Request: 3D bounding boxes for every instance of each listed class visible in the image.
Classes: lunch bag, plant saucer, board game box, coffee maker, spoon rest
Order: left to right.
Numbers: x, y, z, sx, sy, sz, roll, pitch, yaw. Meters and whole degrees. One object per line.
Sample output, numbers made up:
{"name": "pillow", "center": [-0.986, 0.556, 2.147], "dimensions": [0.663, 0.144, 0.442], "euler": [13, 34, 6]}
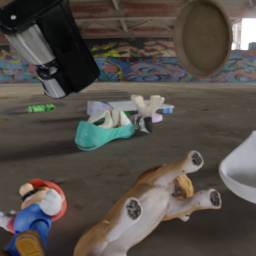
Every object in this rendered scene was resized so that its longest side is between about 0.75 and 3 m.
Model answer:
{"name": "coffee maker", "center": [-1.907, -2.525, 8.337], "dimensions": [2.730, 2.842, 1.914], "euler": [-17, 54, 7]}
{"name": "lunch bag", "center": [-1.214, -0.880, 13.113], "dimensions": [1.238, 0.787, 1.050], "euler": [2, 11, -21]}
{"name": "board game box", "center": [0.397, -1.082, 14.959], "dimensions": [2.960, 0.383, 2.959], "euler": [-6, 14, -23]}
{"name": "plant saucer", "center": [2.660, -3.170, 10.024], "dimensions": [0.412, 2.800, 2.800], "euler": [-18, 19, -27]}
{"name": "spoon rest", "center": [2.638, 0.656, 5.551], "dimensions": [1.482, 0.904, 2.984], "euler": [5, 12, 22]}

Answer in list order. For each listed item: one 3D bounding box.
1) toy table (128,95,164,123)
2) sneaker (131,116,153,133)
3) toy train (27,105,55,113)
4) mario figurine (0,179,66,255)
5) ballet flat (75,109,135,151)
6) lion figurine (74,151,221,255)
{"name": "toy table", "center": [0.781, -0.839, 12.184], "dimensions": [1.687, 1.074, 1.835], "euler": [7, 13, 29]}
{"name": "sneaker", "center": [0.486, -0.125, 10.054], "dimensions": [0.728, 0.610, 1.646], "euler": [-1, 3, -4]}
{"name": "toy train", "center": [-4.582, -1.005, 14.844], "dimensions": [1.533, 0.320, 0.432], "euler": [-12, 27, -44]}
{"name": "mario figurine", "center": [-1.324, 1.095, 3.639], "dimensions": [0.973, 0.835, 1.576], "euler": [1, 14, -5]}
{"name": "ballet flat", "center": [-0.539, -0.087, 8.726], "dimensions": [0.943, 0.986, 2.801], "euler": [19, 20, 27]}
{"name": "lion figurine", "center": [0.078, 1.098, 3.290], "dimensions": [2.574, 0.933, 1.576], "euler": [-19, -12, -40]}
